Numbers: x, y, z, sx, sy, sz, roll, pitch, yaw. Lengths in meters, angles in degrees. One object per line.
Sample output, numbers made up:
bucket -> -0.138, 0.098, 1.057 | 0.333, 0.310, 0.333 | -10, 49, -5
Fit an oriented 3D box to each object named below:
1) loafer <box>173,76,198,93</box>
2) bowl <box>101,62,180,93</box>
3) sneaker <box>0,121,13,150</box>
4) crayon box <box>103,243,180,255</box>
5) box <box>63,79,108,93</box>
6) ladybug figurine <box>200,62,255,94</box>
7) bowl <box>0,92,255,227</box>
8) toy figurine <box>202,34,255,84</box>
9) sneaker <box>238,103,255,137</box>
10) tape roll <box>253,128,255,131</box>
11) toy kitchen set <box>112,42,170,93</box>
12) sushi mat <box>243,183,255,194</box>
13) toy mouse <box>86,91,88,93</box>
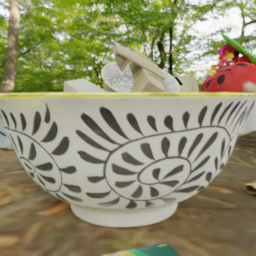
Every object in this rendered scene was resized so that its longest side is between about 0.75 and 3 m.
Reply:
loafer -> 1.891, -0.839, 9.472 | 0.932, 1.033, 2.730 | 13, 41, -9
bowl -> 0.294, -1.083, 9.115 | 2.539, 1.192, 2.539 | 9, 36, -7
sneaker -> -3.180, -0.093, 7.090 | 2.604, 0.951, 0.922 | 29, 12, 36
crayon box -> -0.151, 0.857, 1.151 | 1.079, 0.314, 0.641 | -2, 6, -21
box -> -0.948, -0.597, 8.075 | 0.782, 0.939, 2.286 | -19, 40, -38
ladybug figurine -> 2.665, -1.086, 7.379 | 1.744, 0.924, 2.569 | -34, 3, 1
bowl -> -0.042, 0.240, 2.931 | 2.549, 1.196, 2.549 | -1, 5, 0
toy figurine -> 3.561, -1.867, 10.190 | 2.317, 2.133, 1.740 | 28, 22, -23
sneaker -> 3.040, -0.180, 8.614 | 1.574, 1.004, 2.724 | -43, -4, 41
tape roll -> 4.495, -0.515, 10.365 | 1.233, 1.233, 0.431 | -1, 6, -7
toy kitchen set -> -0.103, -0.962, 6.461 | 1.288, 1.424, 1.579 | 25, 29, -27
sushi mat -> 2.682, 0.737, 3.243 | 2.360, 0.143, 1.129 | -2, 6, -16
toy mouse -> -0.456, 0.047, 5.903 | 0.285, 1.471, 1.307 | -37, -8, -6
